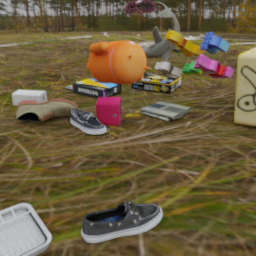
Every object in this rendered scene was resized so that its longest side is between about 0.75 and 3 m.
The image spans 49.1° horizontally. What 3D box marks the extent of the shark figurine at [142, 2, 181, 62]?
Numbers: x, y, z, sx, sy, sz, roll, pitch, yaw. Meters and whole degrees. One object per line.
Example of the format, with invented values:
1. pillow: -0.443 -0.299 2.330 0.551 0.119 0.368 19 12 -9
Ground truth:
1. shark figurine: 1.239 -2.766 9.131 1.562 2.614 1.091 16 68 -6

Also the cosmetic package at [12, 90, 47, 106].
1. cosmetic package: -4.664 -1.413 13.277 1.401 0.594 0.754 3 26 8

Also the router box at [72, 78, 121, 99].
1. router box: -1.652 -2.126 14.918 2.142 0.547 1.598 15 28 31

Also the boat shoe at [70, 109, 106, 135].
1. boat shoe: -1.559 -0.296 10.709 0.694 0.656 1.935 -20 31 -37

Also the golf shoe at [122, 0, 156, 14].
1. golf shoe: 0.410 -4.493 10.438 1.284 0.466 0.591 -9 15 -18

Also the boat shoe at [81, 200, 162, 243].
1. boat shoe: -0.103 1.860 5.956 1.839 0.609 0.643 -8 25 -17

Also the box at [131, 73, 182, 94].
1. box: 1.612 -2.567 15.906 2.353 0.581 1.879 12 28 25

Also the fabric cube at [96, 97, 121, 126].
1. fabric cube: -0.767 -0.674 11.249 0.927 0.912 0.930 1 25 2

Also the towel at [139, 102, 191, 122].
1. towel: 1.653 -0.734 12.264 1.729 0.299 1.665 15 25 35

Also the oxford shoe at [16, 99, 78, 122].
1. oxford shoe: -3.288 -0.580 11.436 2.468 0.869 0.923 -4 47 -4

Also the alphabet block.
1. alphabet block: 6.011 -1.595 10.713 2.904 2.836 2.851 13 25 37

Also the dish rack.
1. dish rack: -2.342 2.195 5.570 1.278 0.324 1.489 -17 29 -35

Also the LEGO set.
1. LEGO set: 1.633 -2.144 7.930 1.180 1.097 2.875 22 -1 -26

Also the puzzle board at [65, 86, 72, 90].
1. puzzle board: -3.045 -2.305 15.916 0.853 0.074 0.643 17 30 33

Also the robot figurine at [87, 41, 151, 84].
1. robot figurine: -0.270 -1.631 7.075 1.058 1.305 1.815 -34 30 -32
